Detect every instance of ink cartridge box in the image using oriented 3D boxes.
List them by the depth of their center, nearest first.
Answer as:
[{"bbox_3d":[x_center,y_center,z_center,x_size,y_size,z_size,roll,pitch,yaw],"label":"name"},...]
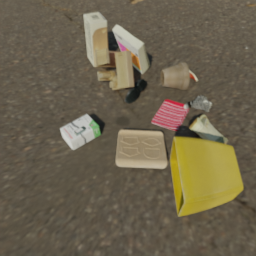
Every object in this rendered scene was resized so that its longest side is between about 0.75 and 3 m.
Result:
[{"bbox_3d":[-1.696,0.142,9.935,1.146,0.482,0.836,-31,51,-22],"label":"ink cartridge box"}]

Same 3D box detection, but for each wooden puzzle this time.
[{"bbox_3d":[0.426,0.742,9.304,1.598,0.399,1.725,2,36,0],"label":"wooden puzzle"}]

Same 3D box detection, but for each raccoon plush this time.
[{"bbox_3d":[2.553,-0.731,10.197,1.022,0.494,0.685,-32,23,28],"label":"raccoon plush"}]

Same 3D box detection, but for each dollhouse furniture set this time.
[{"bbox_3d":[-0.165,-2.474,11.657,1.811,1.722,1.476,1,8,45],"label":"dollhouse furniture set"}]

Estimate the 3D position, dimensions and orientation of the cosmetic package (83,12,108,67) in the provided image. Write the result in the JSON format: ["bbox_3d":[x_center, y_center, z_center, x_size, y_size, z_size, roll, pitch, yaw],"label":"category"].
[{"bbox_3d":[-1.471,-4.070,13.012,0.767,2.158,1.135,-16,47,-17],"label":"cosmetic package"}]

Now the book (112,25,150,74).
[{"bbox_3d":[0.134,-3.346,12.093,1.461,2.187,0.526,41,87,15],"label":"book"}]

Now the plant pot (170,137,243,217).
[{"bbox_3d":[2.054,1.302,7.566,1.543,1.750,1.750,-5,62,1],"label":"plant pot"}]

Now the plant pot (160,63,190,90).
[{"bbox_3d":[1.883,-2.088,11.511,0.976,1.125,1.125,-5,45,-8],"label":"plant pot"}]

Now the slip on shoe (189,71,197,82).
[{"bbox_3d":[2.791,-2.372,12.669,0.290,0.351,0.947,-43,59,6],"label":"slip on shoe"}]

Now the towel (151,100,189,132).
[{"bbox_3d":[1.665,-0.529,10.876,1.078,0.168,1.491,19,48,19],"label":"towel"}]

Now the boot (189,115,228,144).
[{"bbox_3d":[2.838,0.166,9.714,1.284,0.598,1.660,42,21,14],"label":"boot"}]

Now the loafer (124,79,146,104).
[{"bbox_3d":[0.223,-1.498,11.697,0.485,0.488,1.341,4,46,47],"label":"loafer"}]
